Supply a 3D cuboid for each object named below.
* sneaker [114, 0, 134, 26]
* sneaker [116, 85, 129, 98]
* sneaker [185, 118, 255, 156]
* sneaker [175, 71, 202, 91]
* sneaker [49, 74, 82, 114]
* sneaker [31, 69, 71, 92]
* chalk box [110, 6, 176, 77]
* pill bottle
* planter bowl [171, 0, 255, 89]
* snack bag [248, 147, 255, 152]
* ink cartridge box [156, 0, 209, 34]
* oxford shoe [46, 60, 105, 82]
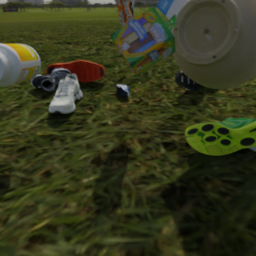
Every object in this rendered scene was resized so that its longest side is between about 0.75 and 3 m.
[{"bbox_3d":[-0.113,-4.661,10.265,0.676,1.728,0.667,9,41,16],"label":"sneaker"},{"bbox_3d":[-0.151,-1.607,11.906,0.457,0.449,1.186,-12,30,-16],"label":"sneaker"},{"bbox_3d":[2.831,0.223,7.941,2.538,0.940,1.060,-4,5,-5],"label":"sneaker"},{"bbox_3d":[2.968,-2.336,12.934,1.129,1.052,2.846,11,21,41],"label":"sneaker"},{"bbox_3d":[-2.407,-1.299,10.653,0.965,1.041,2.568,2,28,1],"label":"sneaker"},{"bbox_3d":[-3.361,-2.139,12.750,1.889,0.713,1.075,-22,34,-26],"label":"sneaker"},{"bbox_3d":[0.427,-1.670,5.318,1.214,0.751,0.755,-31,-12,8],"label":"chalk box"},{"bbox_3d":[-3.164,-1.662,7.387,1.073,1.073,1.902,2,17,5],"label":"pill bottle"},{"bbox_3d":[2.163,-2.307,7.001,2.626,2.626,1.767,16,14,29],"label":"planter bowl"},{"bbox_3d":[3.929,0.563,7.910,0.816,0.087,0.769,-19,32,-34],"label":"snack bag"},{"bbox_3d":[2.510,-3.514,9.070,1.976,1.159,2.699,-6,54,-39],"label":"ink cartridge box"},{"bbox_3d":[-2.503,-2.894,13.932,2.930,1.043,1.063,5,21,9],"label":"oxford shoe"}]
